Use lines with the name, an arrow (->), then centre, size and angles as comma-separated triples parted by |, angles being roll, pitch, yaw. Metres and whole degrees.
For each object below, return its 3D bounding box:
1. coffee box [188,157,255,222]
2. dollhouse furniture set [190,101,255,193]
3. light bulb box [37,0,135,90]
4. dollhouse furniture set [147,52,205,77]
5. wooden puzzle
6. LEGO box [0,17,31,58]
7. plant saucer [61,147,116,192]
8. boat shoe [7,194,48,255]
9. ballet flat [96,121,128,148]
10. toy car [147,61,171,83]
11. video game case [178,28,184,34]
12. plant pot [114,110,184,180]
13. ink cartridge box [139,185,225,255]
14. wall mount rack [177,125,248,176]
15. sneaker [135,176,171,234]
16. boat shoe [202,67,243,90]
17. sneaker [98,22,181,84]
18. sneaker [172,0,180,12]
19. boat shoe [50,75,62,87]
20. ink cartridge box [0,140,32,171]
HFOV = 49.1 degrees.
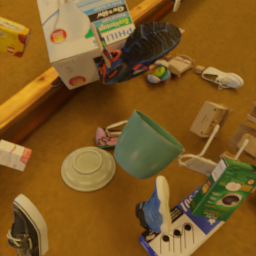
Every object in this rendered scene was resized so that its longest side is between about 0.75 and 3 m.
coffee box -> 2.086, 1.375, 6.095 | 0.950, 1.545, 0.340 | 15, 31, -15
dollhouse furniture set -> 3.501, 0.268, 8.649 | 2.571, 2.253, 1.708 | 35, 18, 28
light bulb box -> -1.342, -3.402, 9.872 | 2.930, 1.844, 2.956 | -18, 70, 2
dollhouse furniture set -> 1.853, -3.047, 12.082 | 2.500, 1.221, 2.132 | 27, 41, 25
wooden puzzle -> -0.628, -2.029, 6.942 | 0.208, 0.897, 0.831 | -22, 73, 3
LEGO box -> -3.536, -2.570, 7.531 | 1.573, 0.607, 1.171 | 16, 26, -19
plant saucer -> -1.260, 1.169, 8.819 | 1.729, 0.434, 1.729 | 0, 46, 0
boat shoe -> -1.834, 1.922, 5.017 | 0.610, 1.693, 0.600 | 28, 44, 32
ballet flat -> 0.126, 0.188, 9.382 | 2.444, 0.870, 0.845 | -2, 13, 0
toy car -> 1.393, -2.272, 11.828 | 0.821, 0.959, 1.095 | 30, 4, -16
video game case -> 2.441, -5.289, 15.293 | 0.846, 0.109, 0.930 | -32, 54, -27
plant pot -> 0.371, 0.484, 6.598 | 1.177, 1.467, 1.467 | -51, 54, 11
ink cartridge box -> 1.516, 2.603, 7.367 | 2.327, 0.514, 1.094 | -29, 54, -26
wall mount rack -> 2.044, 0.657, 6.820 | 1.644, 1.428, 0.613 | 22, 53, -23
sneaker -> 0.486, 1.665, 6.065 | 0.773, 1.390, 0.534 | 0, 26, 20
boat shoe -> 3.877, -2.014, 11.756 | 1.733, 0.640, 0.739 | 32, 54, 30
sneaker -> 0.372, -2.238, 8.581 | 1.165, 2.970, 1.119 | -4, 78, -50
sneaker -> 1.758, -5.082, 10.905 | 0.522, 1.053, 0.372 | 17, 18, 20
boat shoe -> -2.991, -2.116, 12.053 | 0.346, 0.346, 0.936 | 27, 52, 23
ink cartridge box -> -2.682, 0.599, 6.284 | 0.857, 0.499, 0.289 | 22, 36, -19
